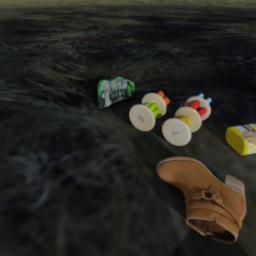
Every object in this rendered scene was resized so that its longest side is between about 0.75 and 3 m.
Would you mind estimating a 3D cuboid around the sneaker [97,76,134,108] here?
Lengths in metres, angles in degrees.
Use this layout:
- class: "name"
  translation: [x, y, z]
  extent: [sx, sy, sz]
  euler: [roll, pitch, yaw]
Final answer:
- class: "sneaker"
  translation: [-0.478, -1.483, 11.103]
  extent: [1.057, 0.968, 2.482]
  euler: [11, 31, 19]

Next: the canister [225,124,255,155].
- class: "canister"
  translation: [3.792, 0.291, 8.303]
  extent: [1.436, 0.622, 1.067]
  euler: [-8, 30, -12]

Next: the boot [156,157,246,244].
- class: "boot"
  translation: [1.418, 1.455, 6.021]
  extent: [2.137, 0.787, 1.653]
  euler: [12, 31, 21]

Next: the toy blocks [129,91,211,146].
- class: "toy blocks"
  translation: [1.524, -0.640, 9.159]
  extent: [2.072, 0.903, 2.487]
  euler: [24, 40, 23]
